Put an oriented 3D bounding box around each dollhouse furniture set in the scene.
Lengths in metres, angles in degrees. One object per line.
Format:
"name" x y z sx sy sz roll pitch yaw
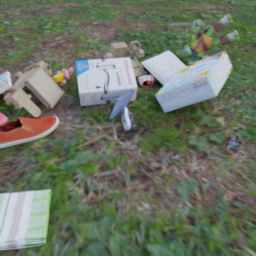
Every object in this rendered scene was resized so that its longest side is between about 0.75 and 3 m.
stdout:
"dollhouse furniture set" -4.318 -1.381 11.978 2.950 1.441 2.516 -7 42 44
"dollhouse furniture set" 0.045 -2.791 13.949 2.353 1.347 2.759 -18 66 -32

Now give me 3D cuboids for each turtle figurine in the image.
"turtle figurine" 3.942 -4.314 13.782 2.697 2.782 2.002 -25 70 21

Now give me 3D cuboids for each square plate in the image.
"square plate" 2.015 -2.788 13.300 2.074 0.298 2.093 -31 70 -36

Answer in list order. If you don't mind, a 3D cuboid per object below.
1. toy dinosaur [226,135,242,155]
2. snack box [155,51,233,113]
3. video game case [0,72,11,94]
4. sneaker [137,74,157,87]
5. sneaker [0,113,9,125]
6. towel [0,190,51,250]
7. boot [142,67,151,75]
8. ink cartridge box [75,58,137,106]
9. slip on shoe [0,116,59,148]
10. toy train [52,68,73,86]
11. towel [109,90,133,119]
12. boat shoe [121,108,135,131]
"toy dinosaur" 3.469 0.603 9.368 0.784 0.454 0.864 -26 10 -20
"snack box" 2.690 -1.870 11.253 2.294 0.921 2.720 -17 22 40
"video game case" -5.741 -1.781 12.117 1.390 0.170 1.944 -32 35 -7
"sneaker" 1.144 -2.250 13.120 1.356 0.453 0.727 -12 38 -10
"sneaker" -5.550 -0.655 10.277 2.651 1.150 0.977 19 40 24
"towel" -3.134 2.229 6.943 2.277 0.349 1.698 -5 37 -7
"boot" 1.400 -2.778 13.821 0.867 0.668 1.788 -30 38 -16
"ink cartridge box" -0.929 -1.964 11.761 2.343 0.988 1.710 -7 62 -9
"slip on shoe" -3.552 -0.015 9.711 2.424 0.742 0.898 -19 36 -31
"toy train" -3.426 -2.167 12.944 2.187 0.608 1.643 -23 22 -18
"towel" -0.262 -0.926 10.745 0.153 0.927 1.280 33 35 13
"boat shoe" 0.043 -0.318 10.466 0.427 0.451 1.289 13 28 -17
